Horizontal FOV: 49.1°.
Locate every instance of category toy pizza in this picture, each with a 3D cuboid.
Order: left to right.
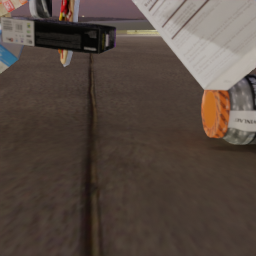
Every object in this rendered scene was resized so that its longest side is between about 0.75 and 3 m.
[{"bbox_3d":[-1.987,-3.362,8.969,0.435,2.746,2.746,6,20,-18],"label":"toy pizza"}]

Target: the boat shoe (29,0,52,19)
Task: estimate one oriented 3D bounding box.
[{"bbox_3d":[-2.357,-3.978,7.659,0.628,1.838,0.679,7,12,18],"label":"boat shoe"}]

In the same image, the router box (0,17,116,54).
[{"bbox_3d":[-1.395,-2.038,6.083,2.035,0.520,1.518,9,22,7],"label":"router box"}]

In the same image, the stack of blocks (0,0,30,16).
[{"bbox_3d":[-1.852,-2.371,4.592,0.316,0.622,1.080,2,43,36],"label":"stack of blocks"}]

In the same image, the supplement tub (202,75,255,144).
[{"bbox_3d":[3.283,-0.439,6.706,2.716,1.664,1.664,-2,22,-3],"label":"supplement tub"}]

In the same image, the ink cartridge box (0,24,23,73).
[{"bbox_3d":[-3.478,-1.754,7.003,1.852,0.628,1.074,-27,44,24],"label":"ink cartridge box"}]

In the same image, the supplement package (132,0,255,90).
[{"bbox_3d":[1.403,-2.367,5.341,2.976,1.630,1.693,55,30,14],"label":"supplement package"}]
